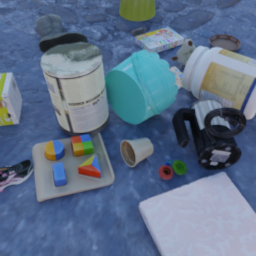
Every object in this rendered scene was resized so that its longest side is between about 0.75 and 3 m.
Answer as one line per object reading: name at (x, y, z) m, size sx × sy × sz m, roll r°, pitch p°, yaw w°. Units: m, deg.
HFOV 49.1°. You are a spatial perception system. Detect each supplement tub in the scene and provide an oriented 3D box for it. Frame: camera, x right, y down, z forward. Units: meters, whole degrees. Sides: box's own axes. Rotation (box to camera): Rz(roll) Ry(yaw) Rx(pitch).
supplement tub at (3.278, -1.579, 9.370) m, size 2.549 × 1.841 × 1.841 m, roll 29°, pitch 53°, yaw 24°

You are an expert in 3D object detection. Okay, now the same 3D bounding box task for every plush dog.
plush dog at (2.429, -3.031, 11.428) m, size 0.994 × 1.239 × 1.064 m, roll -4°, pitch 27°, yaw 43°

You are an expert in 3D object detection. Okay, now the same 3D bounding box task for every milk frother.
milk frother at (2.420, -0.182, 7.823) m, size 1.786 × 1.979 × 1.862 m, roll 22°, pitch 41°, yaw -25°

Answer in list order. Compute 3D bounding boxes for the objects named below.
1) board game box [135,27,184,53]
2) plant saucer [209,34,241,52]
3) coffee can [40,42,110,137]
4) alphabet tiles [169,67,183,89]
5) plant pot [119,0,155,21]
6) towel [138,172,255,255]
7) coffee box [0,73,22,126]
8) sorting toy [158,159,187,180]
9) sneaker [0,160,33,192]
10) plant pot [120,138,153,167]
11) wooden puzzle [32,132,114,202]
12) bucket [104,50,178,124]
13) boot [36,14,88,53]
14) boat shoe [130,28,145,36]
board game box at (1.409, -3.952, 12.644) m, size 1.815 × 0.311 × 1.220 m, roll -23°, pitch 51°, yaw -20°
plant saucer at (4.300, -3.746, 12.515) m, size 1.381 × 0.238 × 1.381 m, roll 0°, pitch 48°, yaw 0°
coffee can at (-1.486, -1.105, 8.379) m, size 1.687 × 2.305 × 1.687 m, roll -2°, pitch 45°, yaw 2°
alphabet tiles at (1.468, -1.919, 10.807) m, size 1.462 × 0.107 × 1.430 m, roll -26°, pitch 58°, yaw -25°
plant pot at (0.483, -6.797, 14.126) m, size 1.918 × 2.050 × 1.918 m, roll 0°, pitch 47°, yaw 0°
towel at (1.857, 2.400, 6.641) m, size 2.539 × 0.409 × 2.425 m, roll -16°, pitch 50°, yaw -15°
coffee box at (-4.299, -0.902, 9.146) m, size 1.232 × 1.244 × 1.246 m, roll -7°, pitch 47°, yaw -6°
sorting toy at (1.185, 1.190, 7.865) m, size 0.880 × 0.361 × 0.529 m, roll -11°, pitch 61°, yaw -27°
sneaker at (-3.244, 1.261, 7.569) m, size 1.390 × 0.600 × 0.558 m, roll -35°, pitch 57°, yaw -29°
plant pot at (0.290, 0.636, 8.111) m, size 0.736 × 0.804 × 0.804 m, roll -18°, pitch 49°, yaw -30°
wooden puzzle at (-1.626, 0.936, 7.935) m, size 2.104 × 0.487 × 1.949 m, roll -13°, pitch 48°, yaw -12°
bucket at (0.346, -1.233, 8.841) m, size 2.148 × 2.148 × 1.398 m, roll 34°, pitch 52°, yaw 28°
boot at (-3.084, -4.374, 12.789) m, size 2.278 × 0.909 × 2.506 m, roll -5°, pitch 39°, yaw -10°
boat shoe at (0.448, -4.556, 13.290) m, size 0.754 × 0.281 × 0.276 m, roll -20°, pitch 28°, yaw -14°
